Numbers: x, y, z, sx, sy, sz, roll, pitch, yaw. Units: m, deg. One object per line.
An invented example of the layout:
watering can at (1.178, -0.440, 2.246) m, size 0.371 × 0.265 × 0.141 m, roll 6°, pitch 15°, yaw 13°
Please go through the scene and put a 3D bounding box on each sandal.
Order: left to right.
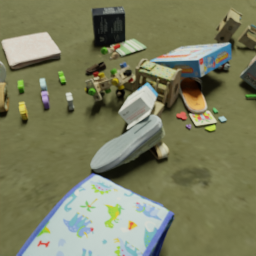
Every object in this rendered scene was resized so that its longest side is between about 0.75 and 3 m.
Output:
sandal at (2.191, -1.417, 9.665) m, size 0.878 × 0.657 × 2.292 m, roll -8°, pitch 41°, yaw -5°

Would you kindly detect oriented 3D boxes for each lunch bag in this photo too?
lunch bag at (-0.513, 2.197, 5.326) m, size 2.029 × 1.521 × 2.386 m, roll 22°, pitch 57°, yaw 21°

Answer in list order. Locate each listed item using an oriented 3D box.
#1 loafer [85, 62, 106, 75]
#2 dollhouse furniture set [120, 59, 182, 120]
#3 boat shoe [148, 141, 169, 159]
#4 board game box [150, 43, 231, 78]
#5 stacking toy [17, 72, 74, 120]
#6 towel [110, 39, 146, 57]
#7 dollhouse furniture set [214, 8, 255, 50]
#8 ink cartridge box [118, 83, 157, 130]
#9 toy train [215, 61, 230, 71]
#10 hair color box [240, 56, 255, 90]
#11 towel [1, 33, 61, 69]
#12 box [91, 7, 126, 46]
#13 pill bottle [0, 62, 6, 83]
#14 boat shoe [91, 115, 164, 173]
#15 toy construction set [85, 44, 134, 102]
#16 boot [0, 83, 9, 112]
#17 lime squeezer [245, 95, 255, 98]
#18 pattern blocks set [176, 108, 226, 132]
loafer at (-1.285, -2.384, 10.982) m, size 0.919 × 0.326 × 0.335 m, roll -30°, pitch 51°, yaw -27°
dollhouse furniture set at (0.296, -1.344, 9.216) m, size 2.252 × 1.252 × 1.992 m, roll 22°, pitch 48°, yaw 21°
boat shoe at (0.637, 0.423, 7.951) m, size 0.420 × 0.448 × 1.215 m, roll -23°, pitch 48°, yaw -28°
board game box at (2.255, -2.456, 10.178) m, size 2.086 × 0.595 × 2.130 m, roll -31°, pitch 28°, yaw -34°
stacking toy at (-2.901, -1.238, 9.650) m, size 1.682 × 0.524 × 2.231 m, roll -13°, pitch 45°, yaw -13°
towel at (-0.004, -3.527, 12.322) m, size 1.300 × 0.152 × 0.992 m, roll -25°, pitch 49°, yaw -25°
dollhouse furniture set at (4.931, -4.253, 12.577) m, size 1.666 × 1.167 × 1.174 m, roll 30°, pitch 45°, yaw -4°
ink cartridge box at (0.277, -0.649, 8.026) m, size 0.855 × 0.492 × 1.477 m, roll -34°, pitch 14°, yaw 27°
toy train at (3.659, -2.751, 11.273) m, size 0.701 × 0.524 × 1.230 m, roll 4°, pitch 43°, yaw -10°
hair color box at (5.056, -2.615, 9.450) m, size 0.792 × 2.611 × 1.293 m, roll 40°, pitch 58°, yaw 8°
towel at (-4.169, -3.350, 11.986) m, size 2.092 × 0.353 × 2.190 m, roll -19°, pitch 47°, yaw -20°
box at (-0.854, -4.528, 12.452) m, size 1.415 × 1.392 × 0.831 m, roll -7°, pitch 44°, yaw -7°
pill bottle at (-5.552, -2.080, 10.088) m, size 1.978 × 1.115 × 1.115 m, roll 16°, pitch 46°, yaw 16°
boat shoe at (0.049, 0.560, 7.445) m, size 2.217 × 0.688 × 0.798 m, roll -35°, pitch 34°, yaw 0°
toy construction set at (-0.685, -1.661, 9.007) m, size 1.518 × 1.820 × 1.399 m, roll 13°, pitch 30°, yaw 17°
boot at (-5.345, -1.203, 9.460) m, size 2.444 × 0.808 × 2.140 m, roll -10°, pitch 57°, yaw -9°
lime squeezer at (5.068, -1.206, 9.818) m, size 1.881 × 0.355 × 0.664 m, roll -20°, pitch 20°, yaw -18°
pattern blocks set at (2.369, -0.303, 8.958) m, size 1.362 × 0.110 × 1.197 m, roll -20°, pitch 47°, yaw -20°
